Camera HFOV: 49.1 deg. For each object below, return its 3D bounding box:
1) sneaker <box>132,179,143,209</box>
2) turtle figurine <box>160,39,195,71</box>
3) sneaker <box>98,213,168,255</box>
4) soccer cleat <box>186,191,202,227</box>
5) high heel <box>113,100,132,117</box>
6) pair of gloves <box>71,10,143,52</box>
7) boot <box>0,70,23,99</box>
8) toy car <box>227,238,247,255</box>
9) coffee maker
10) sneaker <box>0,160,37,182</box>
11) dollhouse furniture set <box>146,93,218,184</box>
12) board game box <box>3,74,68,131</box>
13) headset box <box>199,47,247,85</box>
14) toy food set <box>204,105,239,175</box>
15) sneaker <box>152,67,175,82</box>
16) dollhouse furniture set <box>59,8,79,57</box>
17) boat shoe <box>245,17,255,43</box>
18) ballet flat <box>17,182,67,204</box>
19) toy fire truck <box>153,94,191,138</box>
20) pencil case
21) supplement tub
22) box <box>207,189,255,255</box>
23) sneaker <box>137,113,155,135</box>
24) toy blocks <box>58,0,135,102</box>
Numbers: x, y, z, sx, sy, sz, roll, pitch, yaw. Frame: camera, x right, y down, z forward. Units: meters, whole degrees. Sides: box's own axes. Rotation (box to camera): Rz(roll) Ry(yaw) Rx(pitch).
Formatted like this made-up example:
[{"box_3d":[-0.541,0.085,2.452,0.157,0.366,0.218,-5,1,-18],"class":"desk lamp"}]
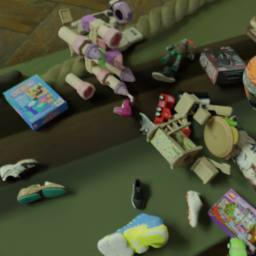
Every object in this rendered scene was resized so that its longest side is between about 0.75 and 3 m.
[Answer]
[{"box_3d":[0.265,1.931,8.243,0.328,0.380,0.867,-3,56,-2],"class":"sneaker"},{"box_3d":[2.083,-3.128,11.502,1.203,0.809,1.607,30,66,19],"class":"turtle figurine"},{"box_3d":[0.152,2.871,7.544,1.887,0.714,0.991,-12,18,10],"class":"sneaker"},{"box_3d":[1.885,2.246,7.851,0.434,0.387,1.118,4,41,3],"class":"soccer cleat"},{"box_3d":[0.034,-0.675,9.692,0.614,0.431,1.279,15,17,20],"class":"high heel"},{"box_3d":[-0.950,-4.218,12.412,2.223,0.458,2.615,-36,68,-27],"class":"pair of gloves"},{"box_3d":[-5.118,-1.660,10.166,2.573,1.247,0.961,-38,65,-22],"class":"boot"},{"box_3d":[2.671,3.593,6.949,1.742,0.388,1.639,11,67,7],"class":"toy car"},{"box_3d":[2.284,-1.003,10.014,1.158,0.780,1.113,5,54,2],"class":"coffee maker"},{"box_3d":[-3.357,1.337,8.686,1.129,0.427,0.495,-19,68,-4],"class":"sneaker"},{"box_3d":[1.852,0.343,8.174,1.166,1.854,2.097,-10,48,-44],"class":"dollhouse furniture set"},{"box_3d":[-3.370,-0.974,10.192,1.464,0.433,1.925,-37,63,-22],"class":"board game box"},{"box_3d":[3.680,-2.368,10.773,1.281,0.646,1.723,-7,47,-9],"class":"headset box"},{"box_3d":[2.800,0.281,8.420,0.390,1.942,1.341,-7,13,-21],"class":"toy food set"},{"box_3d":[1.338,-2.106,10.746,1.054,0.373,0.523,8,75,-32],"class":"sneaker"},{"box_3d":[-1.800,-3.893,11.248,1.464,0.920,1.656,-17,95,-11],"class":"dollhouse furniture set"},{"box_3d":[5.665,-3.262,11.212,0.932,0.930,2.583,-23,70,-34],"class":"boat shoe"},{"box_3d":[-2.538,1.837,8.276,1.414,0.498,0.461,-9,41,-10],"class":"ballet flat"},{"box_3d":[1.560,-0.353,9.755,1.269,0.439,1.800,12,54,5],"class":"toy fire truck"},{"box_3d":[3.643,0.847,8.507,1.011,1.162,2.598,-41,59,16],"class":"pencil case"},{"box_3d":[4.585,-1.440,9.233,1.390,2.268,1.390,-8,71,25],"class":"supplement tub"},{"box_3d":[3.128,2.596,7.836,1.025,0.293,1.498,-36,63,-22],"class":"box"},{"box_3d":[0.514,-0.098,9.665,0.530,0.345,0.918,-37,64,-19],"class":"sneaker"},{"box_3d":[-0.532,-2.462,9.850,2.392,2.655,2.841,38,60,21],"class":"toy blocks"}]
